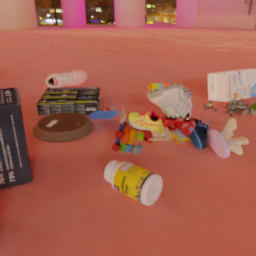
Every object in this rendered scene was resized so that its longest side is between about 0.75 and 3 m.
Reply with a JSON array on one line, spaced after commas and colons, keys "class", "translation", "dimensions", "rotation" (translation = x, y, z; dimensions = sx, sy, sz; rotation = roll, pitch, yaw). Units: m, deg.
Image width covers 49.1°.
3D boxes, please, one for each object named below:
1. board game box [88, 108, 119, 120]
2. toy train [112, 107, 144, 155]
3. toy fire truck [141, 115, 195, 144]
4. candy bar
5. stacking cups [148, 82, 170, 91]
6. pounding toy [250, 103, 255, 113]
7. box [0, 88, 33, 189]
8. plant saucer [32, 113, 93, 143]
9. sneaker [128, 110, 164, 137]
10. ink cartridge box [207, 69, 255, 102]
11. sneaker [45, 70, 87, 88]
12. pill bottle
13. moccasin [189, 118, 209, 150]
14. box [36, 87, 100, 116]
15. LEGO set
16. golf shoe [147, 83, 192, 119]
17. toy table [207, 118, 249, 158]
[{"class": "board game box", "translation": [-0.928, -0.573, 10.508], "dimensions": [1.176, 0.229, 0.929], "rotation": [-1, -17, -25]}, {"class": "toy train", "translation": [0.091, 0.129, 7.872], "dimensions": [0.822, 1.421, 0.601], "rotation": [19, 37, 4]}, {"class": "toy fire truck", "translation": [1.232, 0.079, 8.657], "dimensions": [1.449, 0.353, 1.022], "rotation": [10, 52, 35]}, {"class": "candy bar", "translation": [1.520, 0.091, 9.829], "dimensions": [0.501, 0.223, 2.009], "rotation": [-12, 28, -15]}, {"class": "stacking cups", "translation": [1.641, -2.186, 14.709], "dimensions": [1.265, 0.383, 0.383], "rotation": [-11, 27, -33]}, {"class": "pounding toy", "translation": [5.565, -0.951, 11.748], "dimensions": [0.862, 0.518, 1.117], "rotation": [20, 31, 37]}, {"class": "box", "translation": [-4.051, 0.388, 6.807], "dimensions": [2.988, 2.211, 1.559], "rotation": [-9, 25, -21]}, {"class": "plant saucer", "translation": [-2.346, -0.087, 10.138], "dimensions": [2.168, 0.319, 2.168], "rotation": [0, 26, 0]}, {"class": "sneaker", "translation": [0.725, -0.310, 9.948], "dimensions": [0.713, 0.823, 1.823], "rotation": [-22, 34, -38]}, {"class": "ink cartridge box", "translation": [4.567, -1.897, 12.599], "dimensions": [1.992, 1.280, 1.247], "rotation": [-12, 12, -22]}, {"class": "sneaker", "translation": [-3.324, -2.519, 14.799], "dimensions": [2.155, 0.811, 1.127], "rotation": [-3, 20, 9]}, {"class": "pill bottle", "translation": [0.085, 1.253, 6.690], "dimensions": [1.331, 0.748, 0.748], "rotation": [18, 30, 37]}, {"class": "moccasin", "translation": [2.352, 0.051, 9.212], "dimensions": [0.665, 0.784, 1.949], "rotation": [-10, 26, 4]}, {"class": "box", "translation": [-2.485, -1.211, 12.261], "dimensions": [2.503, 0.595, 2.417], "rotation": [-2, 27, -5]}, {"class": "LEGO set", "translation": [4.253, -0.955, 11.692], "dimensions": [2.022, 0.573, 1.313], "rotation": [6, 26, 12]}, {"class": "golf shoe", "translation": [1.609, -0.755, 9.674], "dimensions": [1.069, 1.327, 2.730], "rotation": [-14, -8, 34]}, {"class": "toy table", "translation": [2.946, 0.376, 8.318], "dimensions": [0.747, 1.173, 1.276], "rotation": [-19, 26, -2]}]
